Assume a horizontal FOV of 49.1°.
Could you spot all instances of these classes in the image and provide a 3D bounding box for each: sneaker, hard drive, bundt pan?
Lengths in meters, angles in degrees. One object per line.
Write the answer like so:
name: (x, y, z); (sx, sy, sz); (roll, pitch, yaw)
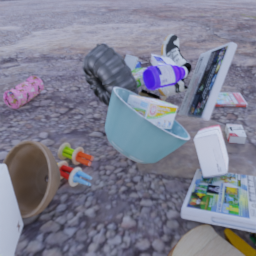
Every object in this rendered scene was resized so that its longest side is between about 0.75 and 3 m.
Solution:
sneaker: (2.049, -2.641, 11.629); (1.272, 1.098, 2.902); (-4, 67, 31)
hard drive: (0.042, -2.866, 13.020); (0.640, 0.971, 0.130); (24, 9, 29)
bundt pan: (-0.836, -1.840, 10.820); (1.000, 2.664, 2.664); (-37, 46, -20)

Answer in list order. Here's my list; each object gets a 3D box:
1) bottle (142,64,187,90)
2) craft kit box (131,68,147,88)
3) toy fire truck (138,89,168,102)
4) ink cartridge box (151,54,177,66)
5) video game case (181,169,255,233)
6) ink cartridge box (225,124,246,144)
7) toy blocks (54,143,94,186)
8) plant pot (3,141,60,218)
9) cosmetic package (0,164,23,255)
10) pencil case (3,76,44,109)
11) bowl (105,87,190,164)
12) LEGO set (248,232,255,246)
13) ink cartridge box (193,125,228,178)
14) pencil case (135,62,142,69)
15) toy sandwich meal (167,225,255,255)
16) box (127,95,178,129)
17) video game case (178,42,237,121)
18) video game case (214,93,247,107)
bottle: (1.197, -1.626, 8.707); (1.679, 0.701, 0.548); (-20, 3, -40)
craft kit box: (0.358, -2.140, 11.993); (1.557, 0.382, 1.577); (-31, 26, -31)
toy fire truck: (1.231, -1.385, 13.191); (1.123, 0.821, 1.276); (28, 10, 33)
ink cartridge box: (1.345, -2.399, 10.533); (0.826, 0.323, 1.743); (8, 28, -10)
video game case: (2.948, 1.837, 7.353); (2.626, 0.317, 2.880); (6, 13, 20)
ink cartridge box: (4.179, 0.224, 10.925); (0.604, 0.351, 0.838); (3, 33, 5)
toy blocks: (-1.704, 1.225, 9.121); (1.741, 0.632, 1.451); (18, 37, 25)
plant pot: (-2.631, 1.448, 8.015); (2.085, 2.085, 0.962); (24, 4, 33)
cosmetic package: (-4.041, 2.306, 5.948); (2.693, 2.240, 2.253); (-1, 33, -3)
pencil case: (-4.984, -1.755, 13.486); (0.884, 0.924, 2.136); (-2, 29, 25)
bowl: (0.373, 0.068, 8.905); (2.817, 1.473, 2.817); (31, 17, -10)
LEGO set: (3.520, 2.687, 6.871); (0.811, 0.611, 1.055); (-6, 33, -9)
ink cartridge box: (2.614, 0.688, 8.703); (0.726, 1.247, 1.713); (-14, 3, 20)
pencil case: (-0.479, -3.032, 15.340); (2.561, 0.999, 1.112); (-6, 13, -7)
toy sandwich meal: (2.119, 3.214, 5.713); (2.817, 0.965, 2.817); (0, 33, 0)
box: (0.703, -0.466, 8.569); (0.846, 0.763, 1.505); (26, 15, 40)
video game case: (2.932, -1.685, 10.733); (0.325, 2.785, 2.532); (20, 2, -10)
video game case: (4.690, -1.383, 13.596); (1.789, 0.156, 1.279); (1, 33, 2)
